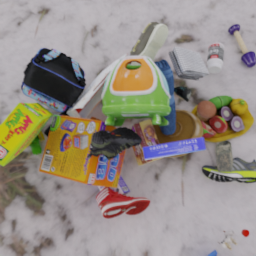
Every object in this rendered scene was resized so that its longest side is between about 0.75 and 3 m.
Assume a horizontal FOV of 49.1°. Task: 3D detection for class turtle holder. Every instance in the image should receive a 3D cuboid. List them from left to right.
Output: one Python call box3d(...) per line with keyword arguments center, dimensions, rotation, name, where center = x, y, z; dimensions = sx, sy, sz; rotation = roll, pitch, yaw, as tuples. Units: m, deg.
box3d(center=(0.350, -0.953, 7.917), dimensions=(1.934, 2.546, 1.808), rotation=(-2, 89, 33), name="turtle holder")

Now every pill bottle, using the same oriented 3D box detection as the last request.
box3d(center=(3.372, -2.691, 10.824), dimensions=(0.602, 0.602, 1.056), rotation=(10, 70, 5), name="pill bottle")

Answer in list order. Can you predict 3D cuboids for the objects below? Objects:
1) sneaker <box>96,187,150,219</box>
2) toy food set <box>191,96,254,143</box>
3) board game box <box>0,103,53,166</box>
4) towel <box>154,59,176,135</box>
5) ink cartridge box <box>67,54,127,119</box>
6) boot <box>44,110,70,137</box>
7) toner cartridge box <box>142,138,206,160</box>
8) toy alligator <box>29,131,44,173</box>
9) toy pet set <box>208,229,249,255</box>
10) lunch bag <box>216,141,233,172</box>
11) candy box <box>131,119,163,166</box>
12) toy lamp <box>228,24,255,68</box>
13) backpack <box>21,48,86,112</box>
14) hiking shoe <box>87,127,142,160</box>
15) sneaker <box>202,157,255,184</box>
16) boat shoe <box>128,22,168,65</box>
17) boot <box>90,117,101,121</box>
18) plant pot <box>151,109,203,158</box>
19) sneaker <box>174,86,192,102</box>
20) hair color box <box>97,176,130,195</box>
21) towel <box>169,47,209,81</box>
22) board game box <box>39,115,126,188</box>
box3d(center=(-0.183, 2.108, 8.486), dimensions=(1.708, 0.669, 0.987), rotation=(7, 31, -38), name="sneaker")
box3d(center=(3.187, -0.415, 10.027), dimensions=(2.849, 0.930, 1.676), rotation=(-16, 66, -7), name="toy food set")
box3d(center=(-2.997, 0.042, 8.014), dimensions=(0.683, 2.869, 1.457), rotation=(40, 88, -11), name="board game box")
box3d(center=(1.216, -0.975, 9.035), dimensions=(0.547, 2.252, 1.257), rotation=(-7, 26, 1), name="towel")
box3d(center=(-0.904, -1.178, 9.129), dimensions=(0.676, 2.696, 2.186), rotation=(42, 76, -18), name="ink cartridge box")
box3d(center=(-2.193, 0.109, 10.022), dimensions=(1.136, 0.513, 1.386), rotation=(36, 75, 17), name="boot")
box3d(center=(1.136, 0.544, 7.126), dimensions=(1.513, 0.718, 0.327), rotation=(-10, 82, 3), name="toner cartridge box")
box3d(center=(-3.342, 0.408, 9.788), dimensions=(0.715, 0.654, 2.412), rotation=(-23, 67, -9), name="toy alligator")
box3d(center=(2.943, 3.871, 8.143), dimensions=(1.583, 0.900, 1.696), rotation=(-31, 101, -14), name="toy pet set")
box3d(center=(3.074, 0.888, 8.925), dimensions=(0.510, 0.712, 0.868), rotation=(-2, 21, 24), name="lunch bag")
box3d(center=(0.504, 0.532, 8.836), dimensions=(0.572, 2.025, 1.181), rotation=(-18, 82, -6), name="candy box")
box3d(center=(4.784, -3.415, 11.675), dimensions=(0.595, 0.595, 2.044), rotation=(-10, 66, -5), name="toy lamp")
box3d(center=(-2.432, -1.746, 9.458), dimensions=(1.915, 1.411, 2.098), rotation=(26, 25, -21), name="backpack")
box3d(center=(-0.353, 0.436, 7.248), dimensions=(1.527, 0.769, 0.578), rotation=(-1, 40, -36), name="hiking shoe")
box3d(center=(3.402, 1.374, 9.305), dimensions=(1.883, 0.696, 0.762), rotation=(4, 60, 6), name="sneaker")
box3d(center=(0.452, -2.358, 8.859), dimensions=(0.626, 0.748, 2.094), rotation=(42, 104, 39), name="boat shoe")
box3d(center=(-1.125, 0.140, 10.065), dimensions=(1.174, 0.432, 0.908), rotation=(31, 63, 10), name="boot")
box3d(center=(1.556, 0.092, 9.791), dimensions=(2.032, 0.279, 2.032), rotation=(-12, 51, 15), name="plant pot")
box3d(center=(1.751, -1.111, 9.071), dimensions=(0.441, 1.112, 0.419), rotation=(11, 105, -4), name="sneaker")
box3d(center=(-0.621, 1.711, 9.094), dimensions=(0.746, 0.442, 1.365), rotation=(-42, 66, 23), name="hair color box")
box3d(center=(1.901, -2.017, 8.912), dimensions=(1.161, 0.497, 0.961), rotation=(0, 62, -36), name="towel")
box3d(center=(-1.227, 0.713, 8.254), dimensions=(1.694, 1.694, 1.695), rotation=(8, 80, 28), name="board game box")
